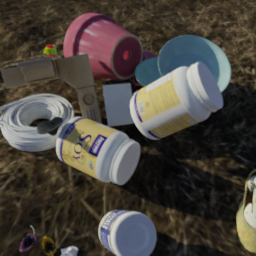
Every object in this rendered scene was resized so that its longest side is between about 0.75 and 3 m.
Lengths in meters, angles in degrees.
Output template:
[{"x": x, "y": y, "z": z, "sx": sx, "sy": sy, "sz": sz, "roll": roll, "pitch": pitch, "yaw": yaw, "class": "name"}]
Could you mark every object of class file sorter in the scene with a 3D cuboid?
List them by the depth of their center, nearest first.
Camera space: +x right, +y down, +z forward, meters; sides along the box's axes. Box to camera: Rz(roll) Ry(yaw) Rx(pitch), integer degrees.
[{"x": -0.427, "y": -0.826, "z": 10.663, "sx": 1.040, "sy": 0.933, "sz": 1.499, "roll": -7, "pitch": 88, "yaw": -15, "class": "file sorter"}]

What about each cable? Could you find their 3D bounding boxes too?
[{"x": -3.410, "y": -0.227, "z": 10.751, "sx": 2.733, "sy": 0.946, "sz": 2.734, "roll": -33, "pitch": 53, "yaw": -31, "class": "cable"}]

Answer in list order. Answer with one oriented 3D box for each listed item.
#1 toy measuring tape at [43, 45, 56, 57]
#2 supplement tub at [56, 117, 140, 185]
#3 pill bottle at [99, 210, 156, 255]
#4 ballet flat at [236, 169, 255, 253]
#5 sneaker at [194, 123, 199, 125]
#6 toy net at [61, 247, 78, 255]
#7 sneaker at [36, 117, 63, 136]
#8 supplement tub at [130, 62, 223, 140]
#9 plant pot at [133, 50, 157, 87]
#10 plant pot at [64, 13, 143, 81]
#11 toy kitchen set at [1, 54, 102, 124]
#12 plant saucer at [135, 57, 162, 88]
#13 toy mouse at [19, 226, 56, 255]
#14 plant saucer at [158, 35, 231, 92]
[{"x": -2.537, "y": -2.635, "z": 9.423, "sx": 0.383, "sy": 0.383, "sz": 1.040, "roll": 3, "pitch": 27, "yaw": 4, "class": "toy measuring tape"}, {"x": -0.954, "y": 0.735, "z": 9.058, "sx": 2.314, "sy": 1.682, "sz": 1.682, "roll": 20, "pitch": 47, "yaw": 25, "class": "supplement tub"}, {"x": -0.141, "y": 2.618, "z": 7.019, "sx": 1.064, "sy": 1.916, "sz": 1.064, "roll": 5, "pitch": 75, "yaw": -18, "class": "pill bottle"}, {"x": 3.768, "y": 2.254, "z": 8.213, "sx": 0.942, "sy": 0.942, "sz": 2.664, "roll": 16, "pitch": 47, "yaw": 16, "class": "ballet flat"}, {"x": 2.681, "y": -1.405, "z": 11.870, "sx": 1.592, "sy": 1.062, "sz": 2.779, "roll": 24, "pitch": 54, "yaw": 15, "class": "sneaker"}, {"x": -1.856, "y": 3.652, "z": 7.154, "sx": 0.792, "sy": 0.292, "sz": 1.511, "roll": 34, "pitch": 55, "yaw": 30, "class": "toy net"}, {"x": -2.403, "y": 0.090, "z": 8.516, "sx": 0.396, "sy": 0.562, "sz": 1.059, "roll": 35, "pitch": 32, "yaw": 13, "class": "sneaker"}, {"x": 1.418, "y": -0.773, "z": 8.422, "sx": 2.344, "sy": 1.704, "sz": 1.704, "roll": -26, "pitch": 32, "yaw": 33, "class": "supplement tub"}, {"x": 1.152, "y": -2.638, "z": 12.926, "sx": 1.454, "sy": 1.625, "sz": 1.625, "roll": 8, "pitch": 42, "yaw": -16, "class": "plant pot"}, {"x": -0.888, "y": -3.243, "z": 11.929, "sx": 2.847, "sy": 2.847, "sz": 2.548, "roll": -34, "pitch": 44, "yaw": -30, "class": "plant pot"}, {"x": -2.619, "y": -1.091, "z": 9.860, "sx": 2.988, "sy": 2.696, "sz": 2.438, "roll": -12, "pitch": 14, "yaw": -7, "class": "toy kitchen set"}, {"x": 1.636, "y": -1.961, "z": 11.305, "sx": 2.771, "sy": 0.533, "sz": 2.771, "roll": 1, "pitch": 44, "yaw": -1, "class": "plant saucer"}, {"x": -2.534, "y": 3.302, "z": 7.394, "sx": 1.139, "sy": 0.248, "sz": 1.282, "roll": -25, "pitch": 74, "yaw": -33, "class": "toy mouse"}, {"x": 2.393, "y": -2.169, "z": 10.378, "sx": 2.731, "sy": 0.526, "sz": 2.731, "roll": 2, "pitch": 69, "yaw": -6, "class": "plant saucer"}]
